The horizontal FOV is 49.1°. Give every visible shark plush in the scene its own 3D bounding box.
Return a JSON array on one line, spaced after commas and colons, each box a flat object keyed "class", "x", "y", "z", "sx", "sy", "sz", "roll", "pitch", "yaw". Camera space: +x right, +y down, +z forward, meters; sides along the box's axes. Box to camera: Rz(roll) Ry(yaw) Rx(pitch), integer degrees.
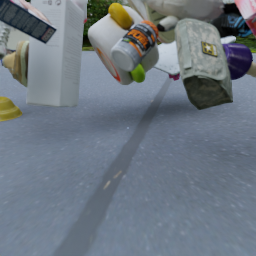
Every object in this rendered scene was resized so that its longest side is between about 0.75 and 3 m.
[{"class": "shark plush", "x": 1.394, "y": -2.671, "z": 5.765, "sx": 2.317, "sy": 1.052, "sz": 0.965, "roll": -9, "pitch": 33, "yaw": -11}]

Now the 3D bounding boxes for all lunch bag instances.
[{"class": "lunch bag", "x": 1.131, "y": -0.970, "z": 4.287, "sx": 0.704, "sy": 0.981, "sz": 1.197, "roll": -14, "pitch": -24, "yaw": 29}]

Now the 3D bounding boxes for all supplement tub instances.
[{"class": "supplement tub", "x": 0.144, "y": -1.548, "z": 5.238, "sx": 0.563, "sy": 0.563, "sz": 0.919, "roll": 18, "pitch": 62, "yaw": 41}]

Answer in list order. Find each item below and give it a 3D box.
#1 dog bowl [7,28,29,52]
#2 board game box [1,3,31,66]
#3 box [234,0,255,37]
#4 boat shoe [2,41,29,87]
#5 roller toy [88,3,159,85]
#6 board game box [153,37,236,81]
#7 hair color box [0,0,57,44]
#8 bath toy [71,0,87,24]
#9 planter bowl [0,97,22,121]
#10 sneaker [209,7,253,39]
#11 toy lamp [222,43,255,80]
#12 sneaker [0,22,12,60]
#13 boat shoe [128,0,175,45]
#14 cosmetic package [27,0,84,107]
[{"class": "dog bowl", "x": -3.038, "y": -2.778, "z": 7.853, "sx": 1.295, "sy": 1.295, "sz": 0.510, "roll": 4, "pitch": 7, "yaw": 10}, {"class": "board game box", "x": -3.457, "y": -3.283, "z": 9.819, "sx": 2.217, "sy": 1.768, "sz": 1.074, "roll": -16, "pitch": 7, "yaw": -25}, {"class": "box", "x": 2.386, "y": -2.390, "z": 4.798, "sx": 1.029, "sy": 1.116, "sz": 2.174, "roll": -31, "pitch": 41, "yaw": 31}, {"class": "boat shoe", "x": -2.709, "y": -1.548, "z": 6.933, "sx": 0.812, "sy": 0.764, "sz": 2.133, "roll": 20, "pitch": -19, "yaw": -12}, {"class": "roller toy", "x": -0.095, "y": -2.606, "z": 8.820, "sx": 1.610, "sy": 2.304, "sz": 2.102, "roll": -37, "pitch": 17, "yaw": -4}, {"class": "board game box", "x": 2.037, "y": -2.782, "z": 10.361, "sx": 2.693, "sy": 0.348, "sz": 2.694, "roll": -31, "pitch": 34, "yaw": -12}, {"class": "hair color box", "x": -1.441, "y": -1.504, "z": 3.655, "sx": 0.490, "sy": 0.297, "sz": 0.980, "roll": 49, "pitch": 15, "yaw": 19}, {"class": "bath toy", "x": -1.950, "y": -3.191, "z": 8.919, "sx": 1.193, "sy": 1.014, "sz": 2.745, "roll": -1, "pitch": 53, "yaw": 18}, {"class": "planter bowl", "x": -4.469, "y": -0.717, "z": 9.676, "sx": 1.474, "sy": 0.614, "sz": 1.474, "roll": 0, "pitch": 20, "yaw": 0}, {"class": "sneaker", "x": 2.940, "y": -2.840, "z": 7.552, "sx": 2.113, "sy": 0.774, "sz": 0.865, "roll": -9, "pitch": 44, "yaw": 58}, {"class": "toy lamp", "x": 2.731, "y": -1.276, "z": 6.184, "sx": 2.634, "sy": 0.767, "sz": 0.767, "roll": 8, "pitch": 11, "yaw": -39}, {"class": "sneaker", "x": -1.922, "y": -1.284, "z": 4.154, "sx": 0.525, "sy": 1.057, "sz": 0.412, "roll": 38, "pitch": 2, "yaw": 18}, {"class": "boat shoe", "x": 0.729, "y": -3.821, "z": 8.958, "sx": 1.008, "sy": 2.698, "sz": 0.923, "roll": -28, "pitch": 0, "yaw": -15}, {"class": "cosmetic package", "x": -1.289, "y": -1.308, "z": 5.067, "sx": 0.648, "sy": 1.818, "sz": 0.922, "roll": 6, "pitch": 6, "yaw": 9}]
